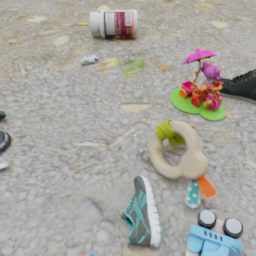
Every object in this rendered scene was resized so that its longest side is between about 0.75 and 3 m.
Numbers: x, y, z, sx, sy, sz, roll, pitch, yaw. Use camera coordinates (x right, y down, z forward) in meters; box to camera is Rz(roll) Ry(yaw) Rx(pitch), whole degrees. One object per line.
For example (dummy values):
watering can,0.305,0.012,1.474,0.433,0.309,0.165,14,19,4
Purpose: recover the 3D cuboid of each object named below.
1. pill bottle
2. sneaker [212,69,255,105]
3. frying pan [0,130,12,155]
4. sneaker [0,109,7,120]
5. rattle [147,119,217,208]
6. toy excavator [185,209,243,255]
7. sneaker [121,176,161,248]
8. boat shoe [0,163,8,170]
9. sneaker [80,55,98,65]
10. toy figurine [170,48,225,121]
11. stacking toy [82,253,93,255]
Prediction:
pill bottle,-0.831,-6.085,16.430,2.697,1.540,1.540,0,42,0
sneaker,4.824,-2.057,12.092,2.668,1.417,0.998,18,46,19
frying pan,-5.212,0.772,9.782,1.453,0.391,2.401,23,44,19
sneaker,-5.608,-0.214,10.771,1.830,0.710,0.835,-13,59,-8
rattle,2.085,1.130,9.044,1.898,2.083,2.916,-50,54,7
toy excavator,1.714,3.079,6.899,1.946,0.999,2.001,14,52,20
sneaker,0.265,2.252,7.794,0.981,0.834,2.151,-6,44,-5
boat shoe,-4.468,1.278,9.131,1.014,0.373,0.331,-16,87,-22
sneaker,-1.976,-3.463,14.428,1.054,0.395,0.457,-33,57,-31
toy figurine,2.993,-1.885,11.197,1.949,2.390,2.597,-25,49,-25
stacking toy,-1.437,3.513,6.537,1.428,0.829,0.784,-17,72,4
